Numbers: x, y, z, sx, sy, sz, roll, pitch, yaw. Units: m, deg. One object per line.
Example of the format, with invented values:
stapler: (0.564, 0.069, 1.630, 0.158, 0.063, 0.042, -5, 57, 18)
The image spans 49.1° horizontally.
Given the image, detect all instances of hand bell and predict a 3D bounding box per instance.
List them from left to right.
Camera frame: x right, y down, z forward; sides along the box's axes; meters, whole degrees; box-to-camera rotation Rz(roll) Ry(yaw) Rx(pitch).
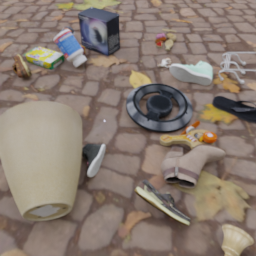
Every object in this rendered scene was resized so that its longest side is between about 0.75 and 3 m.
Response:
hand bell: (2.425, 3.329, 6.966, 0.823, 0.823, 1.580, 25, 61, 25)

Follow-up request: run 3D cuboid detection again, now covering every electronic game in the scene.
electronic game: (1.267, -0.877, 11.404, 2.726, 0.567, 2.726, 3, 49, -4)

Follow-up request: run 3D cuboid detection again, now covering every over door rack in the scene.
over door rack: (5.814, -2.986, 13.283, 2.723, 0.907, 2.012, -4, 38, 28)

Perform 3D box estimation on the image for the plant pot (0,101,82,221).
plant pot: (-2.464, 1.123, 8.139, 2.612, 2.612, 2.789, -9, 57, -10)

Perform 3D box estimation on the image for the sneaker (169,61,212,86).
sneaker: (3.015, -2.755, 13.305, 2.017, 0.742, 1.189, 19, 51, 6)

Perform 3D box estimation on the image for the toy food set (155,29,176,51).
toy food set: (2.092, -5.018, 16.128, 1.227, 0.304, 1.930, 16, 53, 17)

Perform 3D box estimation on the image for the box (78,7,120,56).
box: (-1.541, -5.189, 15.060, 1.953, 1.938, 1.204, 25, 48, 25)

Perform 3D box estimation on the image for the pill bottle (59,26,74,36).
pill bottle: (-3.591, -5.194, 15.979, 0.709, 0.709, 1.335, 7, 44, 8)

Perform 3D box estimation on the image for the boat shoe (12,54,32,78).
boat shoe: (-5.301, -3.001, 13.606, 0.665, 0.709, 1.969, -28, 45, -17)

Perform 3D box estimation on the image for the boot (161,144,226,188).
boot: (2.101, 1.255, 9.010, 2.058, 0.723, 1.505, 0, 39, 14)

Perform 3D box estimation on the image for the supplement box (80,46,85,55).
supplement box: (-2.741, -4.059, 14.967, 0.527, 0.415, 0.805, 21, 47, 21)

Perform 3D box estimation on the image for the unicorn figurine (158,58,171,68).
unicorn figurine: (1.850, -3.263, 14.216, 0.648, 0.349, 0.944, -1, 27, 13)

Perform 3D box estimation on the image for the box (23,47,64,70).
box: (-4.394, -3.646, 14.511, 1.865, 0.451, 1.094, 23, 48, 19)

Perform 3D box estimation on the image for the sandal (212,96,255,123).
sandal: (4.580, -0.822, 11.418, 2.304, 0.493, 0.876, 21, 47, 21)

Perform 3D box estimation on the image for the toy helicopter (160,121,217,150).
toy helicopter: (2.093, 0.333, 10.003, 1.963, 0.774, 1.298, -3, 38, -2)

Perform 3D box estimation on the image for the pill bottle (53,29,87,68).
pill bottle: (-2.811, -3.883, 13.819, 0.946, 1.685, 0.946, -33, 13, 8)

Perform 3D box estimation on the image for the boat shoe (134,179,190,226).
boat shoe: (1.024, 2.083, 7.937, 1.782, 0.652, 0.578, 31, 76, 18)

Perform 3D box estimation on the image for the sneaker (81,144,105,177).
sneaker: (-1.308, 1.065, 9.413, 0.734, 0.524, 1.481, 7, 38, 11)
